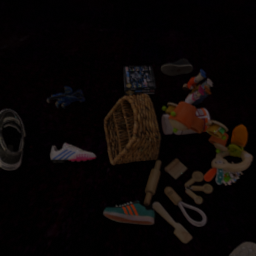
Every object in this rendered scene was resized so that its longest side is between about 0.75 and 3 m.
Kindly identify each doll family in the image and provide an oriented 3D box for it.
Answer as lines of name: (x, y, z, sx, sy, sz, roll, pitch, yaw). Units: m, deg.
doll family: (2.561, -1.176, 10.628, 0.920, 1.267, 2.041, 38, 40, -12)

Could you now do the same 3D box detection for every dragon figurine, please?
dragon figurine: (-2.317, -1.188, 10.534, 0.939, 1.889, 0.556, -31, 78, 13)

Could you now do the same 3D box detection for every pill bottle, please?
pill bottle: (2.038, -0.203, 10.010, 1.560, 0.855, 0.855, -7, 48, -6)

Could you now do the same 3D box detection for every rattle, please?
rattle: (3.118, 0.864, 8.785, 1.722, 1.230, 1.121, -20, 49, -21)

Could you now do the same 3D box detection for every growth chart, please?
growth chart: (3.275, 1.492, 9.022, 0.814, 0.072, 0.589, -25, 54, -20)

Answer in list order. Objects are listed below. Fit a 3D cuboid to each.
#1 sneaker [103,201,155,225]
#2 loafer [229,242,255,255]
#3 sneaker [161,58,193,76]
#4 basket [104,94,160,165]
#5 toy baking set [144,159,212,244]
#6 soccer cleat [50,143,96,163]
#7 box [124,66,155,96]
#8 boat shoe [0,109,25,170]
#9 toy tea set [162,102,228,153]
sneaker: (0.033, 2.350, 7.923, 1.439, 0.513, 0.575, 9, 55, -4)
loafer: (2.514, 3.844, 6.372, 0.910, 0.909, 2.604, 9, 42, 39)
sneaker: (2.122, -2.761, 12.620, 1.409, 0.527, 0.748, -1, 39, -7)
basket: (0.041, -0.064, 9.403, 1.641, 1.573, 2.203, -5, 48, -6)
toy baking set: (1.469, 1.990, 8.412, 1.968, 0.298, 2.564, 17, 50, 14)
soccer cleat: (-1.821, 0.810, 9.198, 1.490, 0.520, 0.643, -3, 84, -1)
box: (0.459, -2.049, 11.994, 1.269, 0.367, 1.597, -2, 48, -2)
boat shoe: (-3.901, 0.138, 9.409, 0.957, 0.862, 2.708, 5, 39, -32)
toy tea set: (2.178, 0.100, 8.922, 2.533, 1.506, 0.937, 30, 85, -4)
